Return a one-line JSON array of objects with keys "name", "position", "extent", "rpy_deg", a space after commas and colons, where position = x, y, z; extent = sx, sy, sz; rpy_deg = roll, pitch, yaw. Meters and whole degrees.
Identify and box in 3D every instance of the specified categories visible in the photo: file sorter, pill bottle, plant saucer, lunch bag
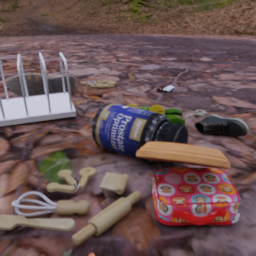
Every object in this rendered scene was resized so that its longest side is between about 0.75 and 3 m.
[{"name": "file sorter", "position": [-3.436, -1.374, 9.264], "extent": [2.985, 1.859, 2.071], "rpy_deg": [-8, 27, -16]}, {"name": "pill bottle", "position": [0.275, 0.146, 6.666], "extent": [2.108, 1.179, 1.179], "rpy_deg": [14, 26, 31]}, {"name": "plant saucer", "position": [0.926, 0.466, 4.809], "extent": [1.574, 0.295, 1.574], "rpy_deg": [7, -8, 1]}, {"name": "lunch bag", "position": [1.152, 1.207, 4.854], "extent": [1.431, 0.586, 1.260], "rpy_deg": [0, 22, 0]}]

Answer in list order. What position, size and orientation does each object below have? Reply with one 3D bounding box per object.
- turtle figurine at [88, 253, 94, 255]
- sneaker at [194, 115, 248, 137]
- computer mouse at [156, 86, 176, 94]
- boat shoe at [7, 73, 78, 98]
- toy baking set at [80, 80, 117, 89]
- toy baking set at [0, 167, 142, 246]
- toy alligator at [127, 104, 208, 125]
[{"name": "turtle figurine", "position": [-1.266, 2.048, 2.728], "extent": [1.670, 0.667, 2.071], "rpy_deg": [1, 26, 20]}, {"name": "sneaker", "position": [2.609, 0.038, 7.933], "extent": [0.757, 0.533, 1.425], "rpy_deg": [-20, 22, -28]}, {"name": "computer mouse", "position": [1.759, -1.738, 12.527], "extent": [0.949, 0.208, 0.521], "rpy_deg": [-19, 28, -39]}, {"name": "boat shoe", "position": [-3.568, -1.783, 11.719], "extent": [2.817, 1.067, 1.011], "rpy_deg": [-3, 17, -31]}, {"name": "toy baking set", "position": [-1.396, -2.076, 13.424], "extent": [1.695, 0.197, 1.301], "rpy_deg": [-6, 20, -14]}, {"name": "toy baking set", "position": [-0.991, 1.360, 4.978], "extent": [1.872, 0.284, 2.439], "rpy_deg": [12, 25, 34]}, {"name": "toy alligator", "position": [0.926, -0.254, 8.300], "extent": [2.778, 0.667, 0.921], "rpy_deg": [4, -9, 11]}]
